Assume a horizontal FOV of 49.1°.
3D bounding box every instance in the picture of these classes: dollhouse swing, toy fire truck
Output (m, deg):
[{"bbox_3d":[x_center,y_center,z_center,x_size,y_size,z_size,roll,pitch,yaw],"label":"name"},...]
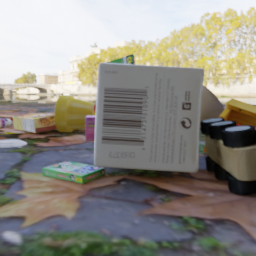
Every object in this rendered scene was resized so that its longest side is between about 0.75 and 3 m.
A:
[{"bbox_3d":[3.331,0.172,8.869,1.491,1.640,1.442,21,34,7],"label":"dollhouse swing"},{"bbox_3d":[3.433,0.584,6.614,2.825,1.817,2.486,-10,7,0],"label":"toy fire truck"}]

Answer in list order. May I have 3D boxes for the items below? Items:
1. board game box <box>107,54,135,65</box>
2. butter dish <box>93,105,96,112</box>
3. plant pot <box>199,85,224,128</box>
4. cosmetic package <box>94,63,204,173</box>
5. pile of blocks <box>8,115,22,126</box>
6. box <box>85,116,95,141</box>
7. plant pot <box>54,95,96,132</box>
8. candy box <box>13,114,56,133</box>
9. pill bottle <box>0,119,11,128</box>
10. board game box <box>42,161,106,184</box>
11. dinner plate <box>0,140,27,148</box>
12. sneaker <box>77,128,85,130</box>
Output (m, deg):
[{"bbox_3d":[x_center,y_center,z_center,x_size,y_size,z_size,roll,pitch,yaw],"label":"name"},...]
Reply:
[{"bbox_3d":[-0.215,-1.527,9.840,1.117,2.132,0.250,-14,-25,20],"label":"board game box"},{"bbox_3d":[-0.352,-0.446,11.177,1.568,1.572,1.162,-23,-2,7],"label":"butter dish"},{"bbox_3d":[3.749,-1.012,15.686,1.819,2.710,2.710,-42,14,-4],"label":"plant pot"},{"bbox_3d":[0.502,-0.299,7.684,2.429,2.427,2.944,3,4,2],"label":"cosmetic package"},{"bbox_3d":[-7.069,-0.508,17.817,0.799,0.605,1.946,3,8,22],"label":"pile of blocks"},{"bbox_3d":[-1.613,-0.009,12.403,0.491,1.016,0.894,-1,7,-3],"label":"box"},{"bbox_3d":[-2.611,-0.685,14.404,1.800,1.914,1.914,4,8,4],"label":"plant pot"},{"bbox_3d":[-4.856,-0.297,15.030,1.611,0.772,2.790,-13,12,-41],"label":"candy box"},{"bbox_3d":[-7.274,-0.268,16.264,0.531,0.531,0.953,2,9,18],"label":"pill bottle"},{"bbox_3d":[-1.373,1.100,7.090,1.343,0.196,0.904,5,9,32],"label":"board game box"},{"bbox_3d":[-4.750,0.603,11.116,1.376,0.167,1.376,1,6,0],"label":"dinner plate"},{"bbox_3d":[-2.615,-0.338,15.615,2.029,0.859,0.739,3,6,10],"label":"sneaker"}]
